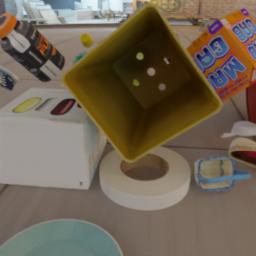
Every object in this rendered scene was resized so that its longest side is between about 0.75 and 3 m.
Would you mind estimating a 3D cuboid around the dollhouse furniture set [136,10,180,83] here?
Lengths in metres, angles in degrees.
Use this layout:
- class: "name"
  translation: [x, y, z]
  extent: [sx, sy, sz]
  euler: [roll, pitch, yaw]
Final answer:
- class: "dollhouse furniture set"
  translation: [1.053, -2.237, 9.445]
  extent: [2.180, 2.752, 1.953]
  euler: [-33, 62, 11]

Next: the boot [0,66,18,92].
- class: "boot"
  translation: [-5.150, -2.059, 11.608]
  extent: [0.554, 0.687, 1.522]
  euler: [17, -10, 17]

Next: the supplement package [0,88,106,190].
- class: "supplement package"
  translation: [-2.296, 0.171, 8.872]
  extent: [2.739, 2.106, 2.864]
  euler: [3, 25, 5]

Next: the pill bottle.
- class: "pill bottle"
  translation: [-3.835, -3.090, 10.821]
  extent: [1.447, 2.725, 1.447]
  euler: [-16, 55, 25]

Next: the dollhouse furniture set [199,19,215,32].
- class: "dollhouse furniture set"
  translation: [3.282, -3.427, 11.121]
  extent: [0.985, 1.398, 0.980]
  euler: [16, 20, -18]

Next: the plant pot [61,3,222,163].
- class: "plant pot"
  translation: [0.465, -1.286, 7.558]
  extent: [2.804, 2.804, 2.473]
  euler: [-33, 13, 22]

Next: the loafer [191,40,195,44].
- class: "loafer"
  translation: [3.157, -3.166, 11.735]
  extent: [0.559, 1.537, 0.556]
  euler: [-13, 48, 43]

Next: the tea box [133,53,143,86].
- class: "tea box"
  translation: [-0.132, -2.821, 14.809]
  extent: [1.433, 2.145, 2.110]
  euler: [17, 32, 32]

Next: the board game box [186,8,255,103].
- class: "board game box"
  translation: [3.205, -2.216, 9.116]
  extent: [2.068, 2.066, 2.067]
  euler: [-34, 87, -40]

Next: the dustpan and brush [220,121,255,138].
- class: "dustpan and brush"
  translation: [4.339, 0.120, 10.980]
  extent: [1.669, 0.478, 1.165]
  euler: [-2, 19, -19]

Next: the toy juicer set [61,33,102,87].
- class: "toy juicer set"
  translation: [-1.451, -2.342, 10.557]
  extent: [1.429, 2.246, 0.611]
  euler: [20, -4, 12]

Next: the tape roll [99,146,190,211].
- class: "tape roll"
  translation: [0.487, 1.341, 8.366]
  extent: [2.727, 0.498, 2.727]
  euler: [0, 27, 0]

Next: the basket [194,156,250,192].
- class: "basket"
  translation: [2.505, 1.286, 7.780]
  extent: [1.232, 0.972, 1.397]
  euler: [-3, -3, -6]

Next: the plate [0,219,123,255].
- class: "plate"
  translation: [-1.437, 2.893, 5.435]
  extent: [2.772, 0.354, 2.772]
  euler: [0, 27, 0]

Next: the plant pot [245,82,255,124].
- class: "plant pot"
  translation: [6.188, -1.149, 11.489]
  extent: [2.441, 2.151, 2.439]
  euler: [19, 32, 31]

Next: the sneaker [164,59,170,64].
- class: "sneaker"
  translation: [1.557, -3.858, 12.662]
  extent: [0.856, 2.850, 1.487]
  euler: [-22, 33, 47]

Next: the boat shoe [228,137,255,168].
- class: "boat shoe"
  translation: [4.301, 1.014, 8.774]
  extent: [2.335, 0.861, 0.808]
  euler: [16, 40, 34]
